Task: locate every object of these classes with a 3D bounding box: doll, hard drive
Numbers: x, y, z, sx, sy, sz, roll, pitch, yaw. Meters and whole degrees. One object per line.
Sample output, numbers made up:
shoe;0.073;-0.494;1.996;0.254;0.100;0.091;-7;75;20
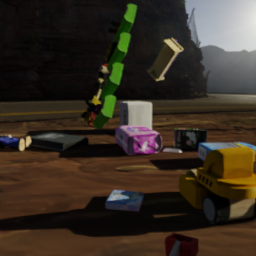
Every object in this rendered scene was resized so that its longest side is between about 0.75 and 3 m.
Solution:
doll;-5.588;0.624;12.348;2.339;0.567;1.596;3;12;15
hard drive;-3.264;0.612;12.961;2.373;0.390;1.656;6;11;31

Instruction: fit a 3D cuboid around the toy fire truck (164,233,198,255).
toy fire truck;0.398;1.886;3.034;0.341;0.986;1.398;4;9;29

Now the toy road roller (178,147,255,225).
toy road roller;2.096;1.099;6.314;1.268;1.506;2.063;-2;9;-14

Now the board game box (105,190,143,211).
board game box;-0.070;1.722;6.679;0.778;0.169;0.775;2;10;11

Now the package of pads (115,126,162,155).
package of pads;0.375;0.476;12.131;1.459;0.916;2.422;-5;10;-14

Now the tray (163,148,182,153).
tray;1.876;0.947;11.862;0.774;0.086;0.416;3;11;21

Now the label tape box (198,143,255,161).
label tape box;3.699;0.958;10.116;1.914;0.633;1.372;1;10;-9

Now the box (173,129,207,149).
box;2.680;0.468;12.244;1.352;0.840;1.004;2;4;6

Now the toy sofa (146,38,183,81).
toy sofa;1.462;-2.622;10.863;0.774;1.586;0.657;-23;66;-40

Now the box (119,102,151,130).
box;0.397;-0.661;16.596;1.519;1.765;1.774;-3;9;-17

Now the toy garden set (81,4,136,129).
toy garden set;-0.635;-1.357;7.152;0.553;2.773;2.312;15;-15;-12
